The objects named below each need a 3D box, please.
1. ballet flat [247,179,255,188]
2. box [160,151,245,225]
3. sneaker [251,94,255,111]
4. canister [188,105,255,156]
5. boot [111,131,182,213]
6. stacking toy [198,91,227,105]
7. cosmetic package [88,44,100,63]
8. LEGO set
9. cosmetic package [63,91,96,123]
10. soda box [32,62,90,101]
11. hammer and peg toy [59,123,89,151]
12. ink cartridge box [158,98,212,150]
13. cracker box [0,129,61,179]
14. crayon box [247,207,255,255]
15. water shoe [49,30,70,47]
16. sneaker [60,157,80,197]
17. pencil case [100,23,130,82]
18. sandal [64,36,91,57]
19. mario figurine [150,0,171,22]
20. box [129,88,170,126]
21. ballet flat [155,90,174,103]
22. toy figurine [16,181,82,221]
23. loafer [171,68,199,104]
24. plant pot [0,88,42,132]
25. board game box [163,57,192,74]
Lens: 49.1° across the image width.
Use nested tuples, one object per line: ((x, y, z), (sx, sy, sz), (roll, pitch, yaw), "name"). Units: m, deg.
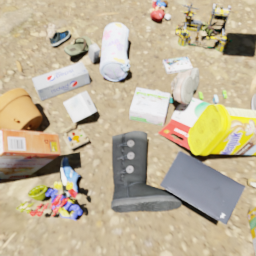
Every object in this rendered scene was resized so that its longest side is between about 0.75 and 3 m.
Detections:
((4.501, 1.965, 9.409), (0.945, 0.324, 0.298), (11, 20, 30), "ballet flat")
((2.214, 1.736, 8.441), (1.998, 2.032, 1.193), (29, 89, 17), "box")
((5.536, -0.541, 10.811), (0.925, 1.015, 2.475), (-1, 54, -1), "sneaker")
((3.601, 0.160, 9.462), (2.541, 1.887, 1.100), (4, 50, -20), "canister")
((0.546, 1.379, 9.549), (2.275, 0.906, 2.760), (-3, 52, 4), "boot")
((3.637, -0.962, 11.517), (1.166, 0.363, 1.546), (-3, 55, -2), "stacking toy")
((-1.548, -3.379, 12.700), (0.355, 0.787, 0.420), (-32, 77, -21), "cosmetic package")
((3.754, -5.036, 13.546), (2.845, 1.649, 2.188), (17, 57, 11), "LEGO set")
((-1.855, -0.799, 10.785), (0.885, 0.882, 0.544), (-24, 8, 26), "cosmetic package")
((-2.841, -2.003, 12.013), (2.268, 0.719, 0.774), (-23, 58, -15), "soda box")
((-2.052, 0.325, 10.584), (0.810, 0.388, 1.102), (-26, 46, -17), "hammer and peg toy")
((2.342, -0.266, 10.632), (2.052, 0.514, 1.651), (-37, 41, -23), "ink cartridge box")
((-3.453, 0.901, 8.568), (1.688, 2.520, 0.727), (7, 62, -43), "cracker box")
((3.997, 3.121, 8.404), (0.335, 0.817, 1.299), (1, 55, 1), "crayon box")
((-3.347, -4.528, 13.780), (0.457, 0.505, 1.280), (20, 59, 28), "water shoe")
((-2.001, 1.666, 9.658), (0.643, 0.566, 1.441), (-7, 59, -20), "sneaker")
((-0.577, -3.479, 12.663), (1.308, 1.199, 2.884), (-28, 46, 31), "pencil case")
((-2.266, -3.910, 13.179), (0.773, 0.556, 1.947), (33, 40, 0), "sandal")
((1.793, -6.427, 14.945), (1.137, 0.976, 1.841), (10, 54, 5), "mario figurine")
((0.871, -0.856, 11.238), (1.402, 0.678, 1.237), (11, 57, 7), "box")
((1.515, -1.347, 11.811), (0.956, 0.332, 0.332), (27, 59, 10), "ballet flat")
((-2.199, 2.560, 8.710), (2.271, 1.360, 1.198), (-11, 36, 40), "toy figurine")
((2.175, -1.680, 11.267), (0.933, 1.067, 2.969), (3, 25, 24), "loafer")
((-4.070, -0.415, 10.421), (1.245, 1.779, 1.779), (41, 63, 7), "plant pot")
((2.274, -2.896, 12.943), (1.201, 0.208, 0.758), (-9, 56, -6), "board game box")
